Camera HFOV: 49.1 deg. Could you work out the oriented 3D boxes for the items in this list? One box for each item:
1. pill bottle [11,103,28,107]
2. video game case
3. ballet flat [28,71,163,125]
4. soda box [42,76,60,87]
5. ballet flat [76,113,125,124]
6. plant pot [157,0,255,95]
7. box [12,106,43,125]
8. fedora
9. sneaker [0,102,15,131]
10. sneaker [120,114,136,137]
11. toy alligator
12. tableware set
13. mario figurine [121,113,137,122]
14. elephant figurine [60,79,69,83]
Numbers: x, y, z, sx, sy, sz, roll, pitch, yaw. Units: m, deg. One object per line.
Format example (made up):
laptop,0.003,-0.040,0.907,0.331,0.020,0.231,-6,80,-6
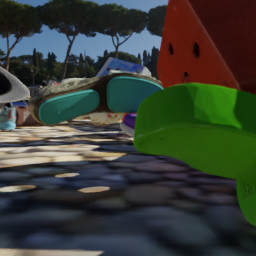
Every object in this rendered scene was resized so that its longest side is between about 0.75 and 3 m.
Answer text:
pill bottle,-4.196,-0.596,10.794,1.344,0.753,0.753,-2,5,-18
video game case,-0.594,-1.814,12.107,2.547,2.308,0.579,28,-8,46
ballet flat,-0.503,-0.612,4.698,2.294,0.778,0.864,-11,38,-21
soda box,-2.551,-1.199,10.693,1.680,0.594,0.532,42,49,12
ballet flat,-1.159,-0.485,9.282,2.420,0.915,0.773,5,26,41
plant pot,1.165,-0.588,2.446,1.474,1.671,1.672,-15,-26,-10
box,-3.156,-0.385,8.806,0.797,0.596,1.591,3,1,32
fedora,-3.365,-0.653,5.515,2.564,1.158,2.268,31,22,12
sneaker,-3.152,-0.547,6.958,1.501,0.717,0.595,35,24,35
sneaker,0.739,-0.179,4.317,1.932,0.806,0.779,-2,-4,37
toy alligator,1.408,0.171,0.963,2.750,0.815,0.746,1,-36,10
tableware set,-2.349,-0.622,8.283,1.150,0.349,1.740,36,5,17
mario figurine,0.466,-0.002,5.729,1.255,0.665,0.775,10,-34,-13
elephant figurine,-3.604,-1.100,12.449,2.677,1.894,2.077,-16,-23,-5
